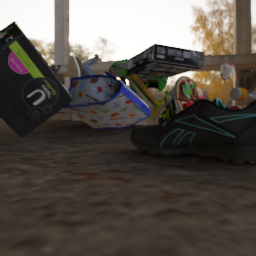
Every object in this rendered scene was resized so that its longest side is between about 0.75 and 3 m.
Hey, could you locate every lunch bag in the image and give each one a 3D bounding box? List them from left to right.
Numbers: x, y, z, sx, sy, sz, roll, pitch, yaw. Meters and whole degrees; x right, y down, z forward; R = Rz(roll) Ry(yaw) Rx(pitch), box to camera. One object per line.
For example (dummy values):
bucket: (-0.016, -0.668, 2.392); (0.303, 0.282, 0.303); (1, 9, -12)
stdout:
lunch bag: (-0.616, -0.855, 9.188); (2.264, 1.402, 1.925); (0, -21, 34)

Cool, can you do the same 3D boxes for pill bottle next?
pill bottle: (0.351, -0.993, 13.125); (1.584, 1.584, 2.650); (-2, 16, -20)

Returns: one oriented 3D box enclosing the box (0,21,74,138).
box: (-2.849, -1.361, 7.229); (1.632, 1.950, 2.625); (-37, 35, -4)

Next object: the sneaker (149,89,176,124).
sneaker: (1.732, -1.136, 11.770); (2.348, 0.885, 0.897); (-49, 38, -18)

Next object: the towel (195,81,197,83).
towel: (3.255, -1.111, 12.529); (0.201, 1.853, 1.359); (-19, 14, 25)

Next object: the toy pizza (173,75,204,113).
toy pizza: (2.587, -1.080, 11.205); (2.209, 2.209, 0.350); (-5, -10, -45)

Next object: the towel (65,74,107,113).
towel: (-2.008, -1.770, 13.975); (2.648, 0.457, 1.755); (-40, 0, 30)

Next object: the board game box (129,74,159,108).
board game box: (0.654, -1.465, 11.138); (0.245, 1.637, 0.782); (-41, 18, -2)

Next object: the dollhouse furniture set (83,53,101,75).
dollhouse furniture set: (-1.901, -2.715, 13.507); (1.318, 0.911, 1.396); (-38, 2, -34)

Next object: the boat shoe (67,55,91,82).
boat shoe: (-1.856, -1.865, 12.008); (0.842, 2.828, 1.016); (-9, -22, -33)

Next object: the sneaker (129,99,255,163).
sneaker: (1.238, -0.002, 5.131); (2.636, 1.045, 0.994); (1, 6, 29)

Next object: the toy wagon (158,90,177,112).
toy wagon: (1.936, -1.194, 12.868); (0.324, 1.638, 1.271); (11, 42, -32)

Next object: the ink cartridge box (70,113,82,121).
ink cartridge box: (-2.985, -1.284, 16.900); (0.952, 1.675, 2.299); (-3, 4, -9)

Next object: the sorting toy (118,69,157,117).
sorting toy: (0.298, -1.316, 10.868); (0.321, 2.358, 1.328); (-37, -7, 1)

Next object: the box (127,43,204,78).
box: (1.280, -2.388, 10.296); (1.921, 0.606, 2.436); (4, 0, -21)

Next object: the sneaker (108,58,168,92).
sneaker: (0.471, -2.330, 12.569); (2.743, 1.168, 1.070); (9, -23, 1)

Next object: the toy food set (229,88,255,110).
toy food set: (3.738, -0.408, 8.158); (1.107, 1.174, 2.460); (-3, 31, -35)

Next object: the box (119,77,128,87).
box: (-0.085, -1.328, 11.550); (0.278, 1.130, 1.170); (-11, -41, 11)

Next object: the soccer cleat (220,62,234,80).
soccer cleat: (3.521, -2.008, 10.077); (0.517, 0.578, 1.491); (21, 15, 16)

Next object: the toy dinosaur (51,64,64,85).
toy dinosaur: (-2.667, -1.908, 10.214); (0.470, 0.624, 1.220); (14, -34, 9)
